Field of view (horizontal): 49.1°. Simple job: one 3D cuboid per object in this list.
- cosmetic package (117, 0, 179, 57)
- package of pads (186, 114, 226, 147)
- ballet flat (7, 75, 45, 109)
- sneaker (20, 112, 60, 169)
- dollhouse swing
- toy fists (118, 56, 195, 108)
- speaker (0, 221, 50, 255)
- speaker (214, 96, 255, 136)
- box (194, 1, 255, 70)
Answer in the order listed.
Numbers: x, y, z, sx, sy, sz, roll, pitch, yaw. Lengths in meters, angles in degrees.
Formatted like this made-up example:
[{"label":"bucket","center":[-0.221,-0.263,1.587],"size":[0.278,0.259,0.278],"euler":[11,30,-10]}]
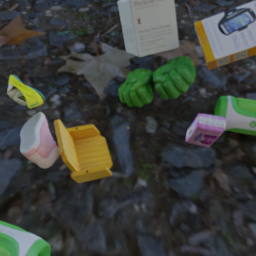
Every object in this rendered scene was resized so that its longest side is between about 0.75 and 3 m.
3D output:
[{"label":"cosmetic package","center":[0.706,-3.775,10.184],"size":[1.604,1.917,1.595],"euler":[-17,25,-11]},{"label":"package of pads","center":[2.056,0.081,7.523],"size":[0.736,1.221,0.462],"euler":[13,66,2]},{"label":"ballet flat","center":[-2.735,-0.902,7.086],"size":[1.552,0.519,0.520],"euler":[31,63,34]},{"label":"sneaker","center":[-2.096,0.336,6.806],"size":[0.634,0.880,1.684],"euler":[-34,33,8]},{"label":"dollhouse swing","center":[-1.006,0.404,6.500],"size":[1.182,1.144,1.301],"euler":[-10,57,-14]},{"label":"toy fists","center":[0.935,-1.550,9.673],"size":[2.832,0.974,1.443],"euler":[-11,47,28]},{"label":"speaker","center":[-3.170,2.707,6.326],"size":[2.633,1.164,1.164],"euler":[13,49,11]},{"label":"speaker","center":[4.266,-0.278,8.998],"size":[2.798,1.237,1.237],"euler":[11,49,10]},{"label":"box","center":[3.284,-2.738,7.967],"size":[2.462,0.511,1.466],"euler":[-15,67,12]}]
